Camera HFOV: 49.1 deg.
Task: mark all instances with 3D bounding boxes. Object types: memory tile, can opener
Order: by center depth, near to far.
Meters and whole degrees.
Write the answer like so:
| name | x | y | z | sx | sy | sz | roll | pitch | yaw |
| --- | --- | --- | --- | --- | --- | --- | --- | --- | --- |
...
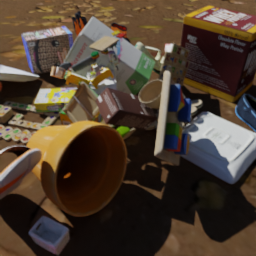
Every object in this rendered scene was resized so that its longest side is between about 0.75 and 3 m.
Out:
| name | x | y | z | sx | sy | sz | roll | pitch | yaw |
| --- | --- | --- | --- | --- | --- | --- | --- | --- | --- |
| can opener | -1.643 | -1.972 | 8.820 | 1.373 | 0.456 | 0.362 | -17 | 15 | 24 |
| memory tile | 1.653 | -0.467 | 10.208 | 1.646 | 0.180 | 2.147 | 3 | 34 | 38 |

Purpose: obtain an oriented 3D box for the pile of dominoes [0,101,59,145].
| name | x | y | z | sx | sy | sz | roll | pitch | yaw |
| --- | --- | --- | --- | --- | --- | --- | --- | --- | --- |
| pile of dominoes | -4.183 | -0.368 | 10.395 | 2.683 | 0.427 | 2.091 | 10 | 40 | 13 |

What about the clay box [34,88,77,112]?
| name | x | y | z | sx | sy | sz | roll | pitch | yaw |
| --- | --- | --- | --- | --- | --- | --- | --- | --- | --- |
| clay box | -2.597 | -1.121 | 11.132 | 1.961 | 0.467 | 1.127 | -1 | 38 | -1 |

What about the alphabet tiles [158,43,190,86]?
| name | x | y | z | sx | sy | sz | roll | pitch | yaw |
| --- | --- | --- | --- | --- | --- | --- | --- | --- | --- |
| alphabet tiles | 1.854 | -2.283 | 11.118 | 0.070 | 1.841 | 2.213 | 24 | 15 | 31 |

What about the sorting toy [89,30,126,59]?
| name | x | y | z | sx | sy | sz | roll | pitch | yaw |
| --- | --- | --- | --- | --- | --- | --- | --- | --- | --- |
| sorting toy | -0.695 | -2.577 | 8.759 | 1.465 | 0.248 | 0.706 | -41 | 45 | -22 |

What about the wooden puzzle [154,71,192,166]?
| name | x | y | z | sx | sy | sz | roll | pitch | yaw |
| --- | --- | --- | --- | --- | --- | --- | --- | --- | --- |
| wooden puzzle | 1.354 | -0.136 | 7.768 | 0.547 | 2.361 | 2.187 | 3 | 78 | 22 |

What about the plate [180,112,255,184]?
| name | x | y | z | sx | sy | sz | roll | pitch | yaw |
| --- | --- | --- | --- | --- | --- | --- | --- | --- | --- |
| plate | 2.961 | 0.405 | 9.398 | 2.636 | 0.426 | 2.630 | 30 | 47 | 33 |

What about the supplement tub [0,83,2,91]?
| name | x | y | z | sx | sy | sz | roll | pitch | yaw |
| --- | --- | --- | --- | --- | --- | --- | --- | --- | --- |
| supplement tub | -6.124 | -1.864 | 11.932 | 1.335 | 0.818 | 0.818 | 17 | 42 | 20 |

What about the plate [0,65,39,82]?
| name | x | y | z | sx | sy | sz | roll | pitch | yaw |
| --- | --- | --- | --- | --- | --- | --- | --- | --- | --- |
| plate | -5.697 | -2.443 | 12.276 | 2.552 | 0.412 | 2.546 | 17 | 12 | 21 |

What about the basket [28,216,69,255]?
| name | x | y | z | sx | sy | sz | roll | pitch | yaw |
| --- | --- | --- | --- | --- | --- | --- | --- | --- | --- |
| basket | -1.858 | 2.586 | 6.692 | 0.810 | 0.499 | 0.549 | 17 | 43 | 22 |

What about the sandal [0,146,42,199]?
| name | x | y | z | sx | sy | sz | roll | pitch | yaw |
| --- | --- | --- | --- | --- | --- | --- | --- | --- | --- |
| sandal | -3.033 | 1.074 | 6.705 | 0.849 | 2.962 | 1.135 | 51 | 47 | 1 |

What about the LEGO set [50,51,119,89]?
| name | x | y | z | sx | sy | sz | roll | pitch | yaw |
| --- | --- | --- | --- | --- | --- | --- | --- | --- | --- |
| LEGO set | -1.355 | -1.751 | 8.725 | 2.165 | 0.996 | 0.806 | -18 | 38 | -18 |

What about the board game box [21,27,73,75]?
| name | x | y | z | sx | sy | sz | roll | pitch | yaw |
| --- | --- | --- | --- | --- | --- | --- | --- | --- | --- |
| board game box | -3.780 | -3.730 | 13.513 | 2.144 | 1.709 | 1.038 | -19 | 44 | -21 |

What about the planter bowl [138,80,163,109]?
| name | x | y | z | sx | sy | sz | roll | pitch | yaw |
| --- | --- | --- | --- | --- | --- | --- | --- | --- | --- |
| planter bowl | 0.779 | -0.869 | 7.856 | 0.814 | 0.548 | 0.814 | -24 | 44 | 25 |

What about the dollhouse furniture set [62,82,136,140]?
| name | x | y | z | sx | sy | sz | roll | pitch | yaw |
| --- | --- | --- | --- | --- | --- | --- | --- | --- | --- |
| dollhouse furniture set | -0.873 | -0.309 | 8.721 | 2.066 | 1.353 | 1.037 | 50 | 31 | 11 |

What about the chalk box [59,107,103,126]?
| name | x | y | z | sx | sy | sz | roll | pitch | yaw |
| --- | --- | --- | --- | --- | --- | --- | --- | --- | --- |
| chalk box | -1.439 | -0.520 | 10.013 | 1.139 | 1.145 | 1.840 | 13 | 42 | 16 |

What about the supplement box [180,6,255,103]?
| name | x | y | z | sx | sy | sz | roll | pitch | yaw |
| --- | --- | --- | --- | --- | --- | --- | --- | --- | --- |
| supplement box | 3.903 | -3.189 | 11.858 | 2.898 | 2.938 | 1.951 | 30 | 48 | 31 |

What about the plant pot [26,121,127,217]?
| name | x | y | z | sx | sy | sz | roll | pitch | yaw |
| --- | --- | --- | --- | --- | --- | --- | --- | --- | --- |
| plant pot | -1.596 | 0.859 | 7.623 | 2.155 | 2.354 | 2.354 | 15 | 39 | 41 |

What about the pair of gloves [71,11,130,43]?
| name | x | y | z | sx | sy | sz | roll | pitch | yaw |
| --- | --- | --- | --- | --- | --- | --- | --- | --- | --- |
| pair of gloves | -1.041 | -3.647 | 11.407 | 2.580 | 2.298 | 0.319 | 21 | 72 | 11 |

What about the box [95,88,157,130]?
| name | x | y | z | sx | sy | sz | roll | pitch | yaw |
| --- | --- | --- | --- | --- | --- | --- | --- | --- | --- |
| box | -0.022 | -0.494 | 7.729 | 1.647 | 0.617 | 0.825 | 6 | 48 | -47 |

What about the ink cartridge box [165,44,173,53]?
| name | x | y | z | sx | sy | sz | roll | pitch | yaw |
| --- | --- | --- | --- | --- | --- | --- | --- | --- | --- |
| ink cartridge box | 2.342 | -4.155 | 15.114 | 0.624 | 0.362 | 1.072 | 1 | 38 | 1 |

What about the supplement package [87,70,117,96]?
| name | x | y | z | sx | sy | sz | roll | pitch | yaw |
| --- | --- | --- | --- | --- | --- | --- | --- | --- | --- |
| supplement package | -0.836 | -1.275 | 9.331 | 0.952 | 0.678 | 1.222 | -8 | 46 | -1 |

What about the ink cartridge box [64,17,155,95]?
| name | x | y | z | sx | sy | sz | roll | pitch | yaw |
| --- | --- | --- | --- | --- | --- | --- | --- | --- | --- |
| ink cartridge box | -0.749 | -2.298 | 10.278 | 2.783 | 2.022 | 1.218 | 31 | 52 | -16 |

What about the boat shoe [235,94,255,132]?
| name | x | y | z | sx | sy | sz | roll | pitch | yaw |
| --- | --- | --- | --- | --- | --- | --- | --- | --- | --- |
| boat shoe | 4.890 | -0.271 | 9.862 | 1.145 | 0.934 | 2.721 | -25 | 45 | -27 |

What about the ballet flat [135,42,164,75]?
| name | x | y | z | sx | sy | sz | roll | pitch | yaw |
| --- | --- | --- | --- | --- | --- | --- | --- | --- | --- |
| ballet flat | 1.330 | -2.706 | 11.757 | 2.942 | 0.917 | 0.992 | 15 | 16 | -42 |
